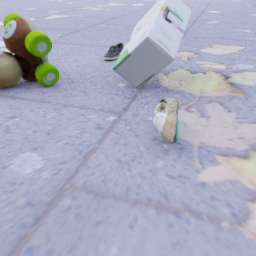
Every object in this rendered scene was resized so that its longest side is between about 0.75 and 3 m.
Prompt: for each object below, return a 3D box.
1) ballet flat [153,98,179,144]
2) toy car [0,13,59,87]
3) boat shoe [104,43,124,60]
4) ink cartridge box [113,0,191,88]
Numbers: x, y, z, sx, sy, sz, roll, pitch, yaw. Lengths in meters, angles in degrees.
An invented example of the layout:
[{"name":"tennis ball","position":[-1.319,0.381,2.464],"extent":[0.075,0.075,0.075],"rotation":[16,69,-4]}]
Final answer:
[{"name":"ballet flat","position":[0.885,-0.207,6.634],"extent":[0.587,0.634,1.797],"rotation":[15,28,2]},{"name":"toy car","position":[-4.126,-2.234,9.246],"extent":[2.776,2.190,2.280],"rotation":[-31,51,-24]},{"name":"boat shoe","position":[-0.650,-3.497,12.741],"extent":[0.596,0.528,1.629],"rotation":[10,31,17]},{"name":"ink cartridge box","position":[0.832,-2.949,9.350],"extent":[1.128,1.945,2.686],"rotation":[36,54,-19]}]
